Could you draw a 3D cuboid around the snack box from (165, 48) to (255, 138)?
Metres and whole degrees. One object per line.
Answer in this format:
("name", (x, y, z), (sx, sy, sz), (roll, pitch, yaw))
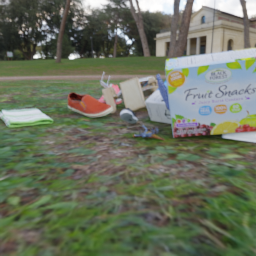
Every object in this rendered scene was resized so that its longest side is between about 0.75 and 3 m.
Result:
("snack box", (2.549, -0.957, 8.139), (2.720, 2.294, 0.921), (-5, 32, 11))

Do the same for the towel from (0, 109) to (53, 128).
("towel", (-4.167, -0.459, 11.359), (1.698, 0.349, 2.277), (-9, 16, -30))

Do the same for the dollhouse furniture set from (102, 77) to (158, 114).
("dollhouse furniture set", (0.460, -1.234, 13.816), (2.516, 1.441, 2.950), (-17, -12, 14))

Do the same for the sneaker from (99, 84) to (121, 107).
("sneaker", (-1.036, -1.734, 14.972), (0.977, 1.150, 2.651), (2, 14, 10))

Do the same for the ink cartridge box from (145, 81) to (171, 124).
("ink cartridge box", (2.136, -0.965, 10.809), (2.343, 0.988, 1.710), (10, 43, 40))

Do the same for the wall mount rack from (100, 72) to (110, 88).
("wall mount rack", (-1.098, -2.319, 14.196), (0.354, 0.825, 0.949), (-35, 47, -17))

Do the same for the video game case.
("video game case", (0.313, -2.049, 14.443), (1.944, 0.170, 1.390), (-20, -17, -43))

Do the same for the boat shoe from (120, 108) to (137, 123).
("boat shoe", (0.022, -0.523, 10.379), (0.451, 0.427, 1.289), (-18, -18, 19))

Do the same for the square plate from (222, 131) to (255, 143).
("square plate", (4.184, -0.122, 8.996), (2.074, 0.298, 2.093), (7, 29, 20))

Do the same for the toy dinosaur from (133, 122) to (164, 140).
("toy dinosaur", (0.547, 0.243, 8.651), (0.784, 0.864, 0.454), (-36, -3, 41))

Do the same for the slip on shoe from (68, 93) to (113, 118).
("slip on shoe", (-1.737, -1.028, 12.219), (2.424, 0.742, 0.898), (17, 41, 31))

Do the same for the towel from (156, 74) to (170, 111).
("towel", (1.304, -1.213, 9.900), (0.153, 0.927, 1.280), (-18, 44, -1))
